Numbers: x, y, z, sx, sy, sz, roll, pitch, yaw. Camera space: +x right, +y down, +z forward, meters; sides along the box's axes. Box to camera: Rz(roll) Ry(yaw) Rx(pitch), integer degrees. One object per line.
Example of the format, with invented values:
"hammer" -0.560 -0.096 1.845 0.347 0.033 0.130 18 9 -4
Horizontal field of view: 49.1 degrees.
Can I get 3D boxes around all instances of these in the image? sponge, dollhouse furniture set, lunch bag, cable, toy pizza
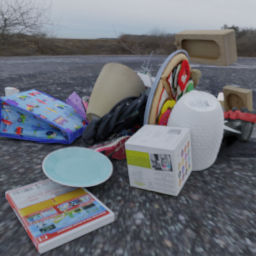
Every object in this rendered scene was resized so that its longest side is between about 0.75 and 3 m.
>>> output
"sponge" -1.586 -0.633 10.042 0.207 1.387 0.773 -41 13 17
"dollhouse furniture set" 2.046 -1.337 9.099 2.419 2.969 2.823 -26 28 -21
"lunch bag" -2.664 -0.309 9.862 2.885 1.357 2.172 13 18 10
"cable" -0.103 -0.192 8.232 2.143 0.667 2.627 -13 -18 -36
"toy pizza" 1.341 -0.766 8.263 0.472 2.981 2.981 20 25 24

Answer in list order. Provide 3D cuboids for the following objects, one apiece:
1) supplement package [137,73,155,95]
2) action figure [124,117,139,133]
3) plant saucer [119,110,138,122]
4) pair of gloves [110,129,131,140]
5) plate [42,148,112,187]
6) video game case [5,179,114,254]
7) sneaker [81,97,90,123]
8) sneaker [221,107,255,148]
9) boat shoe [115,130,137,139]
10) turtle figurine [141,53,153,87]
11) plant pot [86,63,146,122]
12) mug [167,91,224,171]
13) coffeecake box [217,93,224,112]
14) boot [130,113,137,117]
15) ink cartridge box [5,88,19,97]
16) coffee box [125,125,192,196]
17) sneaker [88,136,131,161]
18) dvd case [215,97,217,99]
"supplement package" 0.593 -1.538 9.859 0.759 0.460 0.455 18 61 -2
"action figure" 0.040 -0.158 10.406 0.337 0.427 1.304 21 10 -20
"plant saucer" 0.014 -0.573 10.013 2.087 0.286 2.087 -28 5 3
"pair of gloves" -0.264 0.206 9.510 0.774 0.160 0.911 -10 24 -6
"plate" -1.160 0.934 6.499 1.592 0.203 1.592 7 25 -3
"video game case" -1.441 1.565 5.639 1.459 0.178 2.040 -13 22 -35
"sneaker" -1.262 -0.438 9.241 0.611 1.281 0.506 -6 32 38
"sneaker" 2.596 0.005 8.175 0.795 1.099 2.250 13 -6 -40
"boat shoe" 0.021 0.290 8.718 1.309 0.449 0.551 -16 52 -44
"turtle figurine" 1.121 -1.284 9.867 1.305 2.592 1.940 3 19 -7
"plant pot" -0.522 -0.839 8.577 1.570 1.570 1.677 12 58 32
"mug" 1.732 -0.162 7.399 1.445 1.716 1.957 4 42 3
"coffeecake box" 4.816 -1.100 12.860 1.371 0.652 1.786 7 20 20
"boot" 0.929 -0.877 12.036 1.724 0.804 2.230 2 10 31
"ink cartridge box" -6.311 -1.905 15.453 0.997 0.543 0.251 7 20 20
"coffee box" 0.741 0.691 6.469 1.162 1.149 1.160 5 24 29
"sneaker" -0.518 0.566 7.807 1.645 0.663 0.614 -17 27 -39
"dvd case" 2.382 -1.424 12.557 2.994 0.263 2.136 10 5 12
